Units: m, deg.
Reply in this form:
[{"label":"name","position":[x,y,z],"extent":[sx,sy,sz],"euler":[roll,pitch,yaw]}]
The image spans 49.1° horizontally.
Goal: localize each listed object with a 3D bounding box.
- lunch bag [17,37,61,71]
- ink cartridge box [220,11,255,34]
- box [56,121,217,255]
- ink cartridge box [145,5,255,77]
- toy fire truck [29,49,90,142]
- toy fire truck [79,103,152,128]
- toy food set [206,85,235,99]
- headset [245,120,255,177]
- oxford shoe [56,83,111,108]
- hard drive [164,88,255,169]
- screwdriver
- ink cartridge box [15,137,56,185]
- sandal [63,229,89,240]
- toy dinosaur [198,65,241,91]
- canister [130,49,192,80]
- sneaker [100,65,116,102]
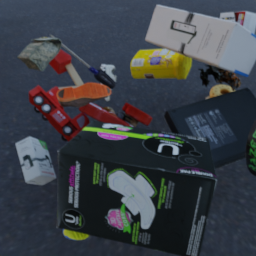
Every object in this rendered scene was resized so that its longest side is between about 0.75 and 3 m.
[{"label":"lunch bag","position":[-2.236,-1.985,7.191],"extent":[0.791,0.567,0.964],"euler":[19,67,45]},{"label":"ink cartridge box","position":[3.461,-3.026,9.495],"extent":[0.663,1.581,1.388],"euler":[-3,17,-30]},{"label":"box","position":[0.192,1.058,5.692],"extent":[2.697,1.676,2.003],"euler":[9,19,8]},{"label":"ink cartridge box","position":[2.245,-2.646,8.497],"extent":[2.046,1.182,2.803],"euler":[1,25,-45]},{"label":"toy fire truck","position":[-1.988,-1.022,8.849],"extent":[2.769,0.675,1.953],"euler":[45,63,5]},{"label":"toy fire truck","position":[-0.495,-0.274,7.902],"extent":[1.852,1.237,2.206],"euler":[30,4,-10]},{"label":"toy food set","position":[4.568,-0.975,12.202],"extent":[2.460,0.605,2.486],"euler":[22,42,25]},{"label":"headset","position":[3.527,0.093,6.175],"extent":[2.872,1.774,1.349],"euler":[-13,23,-26]},{"label":"oxford shoe","position":[-0.782,-0.567,5.045],"extent":[0.953,0.348,0.340],"euler":[-6,57,-8]},{"label":"hard drive","position":[2.758,0.007,8.108],"extent":[2.873,0.472,2.005],"euler":[-16,64,-14]},{"label":"screwdriver","position":[-1.410,-2.006,8.848],"extent":[2.736,0.398,0.382],"euler":[30,28,-38]},{"label":"ink cartridge box","position":[-2.229,0.816,6.795],"extent":[0.428,0.755,1.029],"euler":[-25,71,8]},{"label":"sandal","position":[-0.952,2.097,5.958],"extent":[0.476,0.435,1.094],"euler":[-20,-14,37]},{"label":"toy dinosaur","position":[3.623,-2.354,11.234],"extent":[1.421,1.069,2.093],"euler":[-34,70,-21]},{"label":"canister","position":[1.302,-2.536,11.014],"extent":[2.092,0.905,1.553],"euler":[4,39,24]},{"label":"sneaker","position":[-0.722,-1.675,10.342],"extent":[0.567,1.398,0.525],"euler":[-2,-6,3]}]
